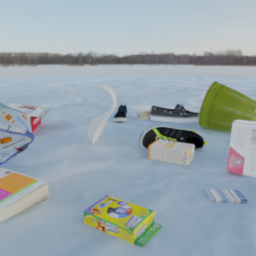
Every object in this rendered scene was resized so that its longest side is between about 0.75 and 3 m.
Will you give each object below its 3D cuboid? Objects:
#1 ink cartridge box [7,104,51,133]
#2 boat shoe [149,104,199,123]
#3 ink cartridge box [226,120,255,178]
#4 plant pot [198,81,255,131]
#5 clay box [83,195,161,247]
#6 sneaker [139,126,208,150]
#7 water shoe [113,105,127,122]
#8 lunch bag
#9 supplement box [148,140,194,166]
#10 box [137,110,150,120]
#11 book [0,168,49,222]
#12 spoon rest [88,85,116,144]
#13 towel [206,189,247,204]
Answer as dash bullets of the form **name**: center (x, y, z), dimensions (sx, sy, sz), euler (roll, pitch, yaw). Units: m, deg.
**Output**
- **ink cartridge box**: center (-4.835, -0.401, 13.213), dimensions (2.044, 0.976, 2.328), euler (6, 14, -6)
- **boat shoe**: center (2.597, -0.852, 15.172), dimensions (2.850, 0.944, 0.996), euler (3, 15, 12)
- **ink cartridge box**: center (4.070, 0.675, 8.031), dimensions (2.119, 1.552, 0.877), euler (10, 10, 31)
- **plant pot**: center (4.769, -0.770, 13.035), dimensions (2.211, 2.296, 2.296), euler (23, 24, 27)
- **clay box**: center (-0.106, 1.883, 5.814), dimensions (1.455, 0.346, 0.836), euler (8, 18, 32)
- **sneaker**: center (1.691, 0.430, 10.331), dimensions (2.511, 0.901, 1.040), euler (-2, 15, -9)
- **water shoe**: center (-0.431, -0.847, 15.491), dimensions (0.705, 0.778, 1.971), euler (1, 15, 3)
- **lunch bag**: center (-4.178, 0.262, 7.744), dimensions (2.261, 1.066, 2.821), euler (-33, -28, 17)
- **supplement box**: center (1.485, 0.824, 9.587), dimensions (1.372, 0.504, 0.864), euler (7, 16, 27)
- **box**: center (1.010, -0.710, 15.740), dimensions (0.993, 0.386, 0.472), euler (-13, 19, -40)
- **book**: center (-3.023, 1.502, 6.671), dimensions (1.904, 0.458, 1.272), euler (11, 20, 34)
- **spoon rest**: center (-1.001, -0.439, 10.974), dimensions (0.730, 2.409, 1.197), euler (22, 26, 9)
- **towel**: center (2.445, 1.706, 7.012), dimensions (0.862, 0.103, 0.633), euler (2, 13, 0)
